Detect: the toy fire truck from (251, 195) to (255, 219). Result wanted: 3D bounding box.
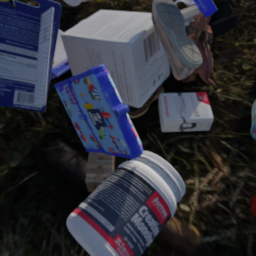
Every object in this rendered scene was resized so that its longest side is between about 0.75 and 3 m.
[{"bbox_3d":[4.480,2.199,6.758,2.522,1.414,2.118,-29,84,-19],"label":"toy fire truck"}]

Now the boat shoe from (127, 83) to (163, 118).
[{"bbox_3d":[0.560,-1.046,9.334,0.646,0.644,1.790,39,63,24],"label":"boat shoe"}]

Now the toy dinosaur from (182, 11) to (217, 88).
[{"bbox_3d":[2.366,-2.451,9.209,1.182,1.867,2.755,-27,101,-15],"label":"toy dinosaur"}]

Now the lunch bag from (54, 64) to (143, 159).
[{"bbox_3d":[-0.420,-0.310,5.083,0.977,1.564,2.078,-28,14,-19],"label":"lunch bag"}]

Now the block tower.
[{"bbox_3d":[-0.731,0.515,8.185,0.711,0.761,2.632,1,56,1],"label":"block tower"}]

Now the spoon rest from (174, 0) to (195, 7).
[{"bbox_3d":[2.602,-5.776,12.923,1.020,0.309,0.507,-12,55,-7],"label":"spoon rest"}]

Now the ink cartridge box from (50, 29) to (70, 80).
[{"bbox_3d":[-2.880,-2.915,10.704,2.929,0.615,1.748,37,63,27],"label":"ink cartridge box"}]

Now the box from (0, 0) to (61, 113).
[{"bbox_3d":[-2.685,-1.869,6.895,1.673,2.762,0.448,9,9,-27],"label":"box"}]

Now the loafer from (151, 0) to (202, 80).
[{"bbox_3d":[1.067,-2.387,7.291,0.894,0.782,2.486,-3,62,-31],"label":"loafer"}]

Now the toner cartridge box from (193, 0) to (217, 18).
[{"bbox_3d":[1.735,-3.756,7.410,0.349,1.618,0.768,-33,31,21],"label":"toner cartridge box"}]

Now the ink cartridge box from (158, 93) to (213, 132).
[{"bbox_3d":[1.774,-0.507,8.944,1.556,0.649,1.130,-2,55,-1],"label":"ink cartridge box"}]

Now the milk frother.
[{"bbox_3d":[2.558,-4.448,10.386,2.461,2.616,2.361,-26,14,-18],"label":"milk frother"}]

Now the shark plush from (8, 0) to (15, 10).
[{"bbox_3d":[-2.503,-3.018,5.983,0.467,0.428,1.028,-34,70,14],"label":"shark plush"}]

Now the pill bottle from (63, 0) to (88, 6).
[{"bbox_3d":[-2.099,-6.807,12.941,1.470,1.470,2.624,16,56,11],"label":"pill bottle"}]

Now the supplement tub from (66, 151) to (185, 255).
[{"bbox_3d":[-0.003,1.912,6.549,1.747,1.747,2.490,36,62,23],"label":"supplement tub"}]

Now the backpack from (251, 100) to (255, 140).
[{"bbox_3d":[4.694,-0.337,7.694,2.279,2.592,1.987,14,62,0],"label":"backpack"}]

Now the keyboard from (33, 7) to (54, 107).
[{"bbox_3d":[-1.959,-1.603,6.466,0.119,0.628,2.232,5,88,-35],"label":"keyboard"}]

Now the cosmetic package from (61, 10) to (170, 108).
[{"bbox_3d":[-0.287,-2.276,8.853,2.527,2.102,2.114,18,48,30],"label":"cosmetic package"}]
